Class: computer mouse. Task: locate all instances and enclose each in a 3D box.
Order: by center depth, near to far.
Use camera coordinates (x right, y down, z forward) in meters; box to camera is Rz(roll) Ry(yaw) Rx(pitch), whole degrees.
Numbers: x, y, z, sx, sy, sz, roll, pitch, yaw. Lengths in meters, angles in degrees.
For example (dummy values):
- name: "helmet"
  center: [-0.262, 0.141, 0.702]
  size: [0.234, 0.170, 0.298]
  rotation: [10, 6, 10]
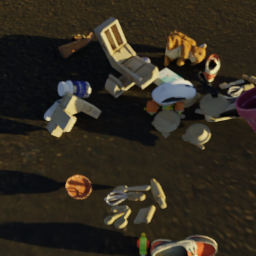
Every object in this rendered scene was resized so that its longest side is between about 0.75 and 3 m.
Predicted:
- name: "computer mouse"
  center: [2.000, -1.396, 10.106]
  size: [2.308, 0.506, 1.266]
  rotation: [-13, 58, -10]

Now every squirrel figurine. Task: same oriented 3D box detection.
- name: "squirrel figurine"
  center: [2.617, -3.643, 12.735]
  size: [1.736, 1.316, 1.860]
  rotation: [8, 50, 6]

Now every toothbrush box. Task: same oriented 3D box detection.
- name: "toothbrush box"
  center: [1.720, -1.990, 11.922]
  size: [0.758, 0.441, 1.035]
  rotation: [-33, 57, -25]

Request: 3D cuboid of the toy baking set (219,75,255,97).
- name: "toy baking set"
  center: [5.043, -1.639, 11.729]
  size: [2.161, 0.251, 1.658]
  rotation: [32, 56, 24]

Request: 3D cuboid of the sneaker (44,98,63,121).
- name: "sneaker"
  center: [-2.805, -0.764, 10.864]
  size: [0.455, 0.479, 1.190]
  rotation: [35, 60, 13]

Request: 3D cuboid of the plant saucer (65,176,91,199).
- name: "plant saucer"
  center: [-1.546, 1.853, 8.702]
  size: [0.796, 0.128, 0.796]
  rotation: [13, 46, -13]

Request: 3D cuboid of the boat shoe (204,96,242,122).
- name: "boat shoe"
  center: [4.200, -0.733, 10.543]
  size: [2.788, 0.992, 0.872]
  rotation: [-4, 53, 0]

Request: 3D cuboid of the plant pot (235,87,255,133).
- name: "plant pot"
  center: [4.605, -0.523, 9.538]
  size: [1.512, 1.353, 1.512]
  rotation: [-28, 23, 13]

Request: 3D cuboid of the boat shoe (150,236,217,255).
- name: "boat shoe"
  center: [1.477, 3.244, 7.385]
  size: [1.777, 0.556, 0.633]
  rotation: [-2, 87, 3]

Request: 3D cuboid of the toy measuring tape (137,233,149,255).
- name: "toy measuring tape"
  center: [0.403, 3.339, 7.582]
  size: [0.366, 0.366, 0.994]
  rotation: [2, 50, 2]

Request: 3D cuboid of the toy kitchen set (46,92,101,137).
- name: "toy kitchen set"
  center: [-1.864, -0.206, 10.192]
  size: [1.262, 1.396, 1.547]
  rotation: [37, 98, 48]

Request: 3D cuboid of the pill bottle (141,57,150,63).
- name: "pill bottle"
  center: [0.716, -2.654, 12.402]
  size: [0.544, 0.544, 0.973]
  rotation: [-2, 51, -1]

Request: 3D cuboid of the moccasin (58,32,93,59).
- name: "moccasin"
  center: [-2.496, -4.091, 13.395]
  size: [1.982, 0.765, 0.725]
  rotation: [-40, 23, -23]

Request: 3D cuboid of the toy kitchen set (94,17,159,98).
- name: "toy kitchen set"
  center: [-0.406, -2.658, 11.112]
  size: [1.895, 2.096, 2.323]
  rotation: [-40, 50, -9]

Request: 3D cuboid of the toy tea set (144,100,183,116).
- name: "toy tea set"
  center: [1.374, -0.721, 10.716]
  size: [1.505, 0.557, 0.895]
  rotation: [14, 21, 41]

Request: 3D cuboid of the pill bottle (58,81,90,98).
- name: "pill bottle"
  center: [-2.154, -1.527, 11.154]
  size: [1.154, 0.668, 0.668]
  rotation: [-5, 45, -39]

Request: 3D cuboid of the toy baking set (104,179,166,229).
- name: "toy baking set"
  center: [0.123, 1.966, 7.822]
  size: [1.743, 0.264, 2.271]
  rotation: [-20, 17, 4]

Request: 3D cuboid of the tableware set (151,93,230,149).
- name: "tableware set"
  center: [2.309, -0.516, 10.415]
  size: [2.171, 0.302, 2.599]
  rotation: [27, 71, 32]

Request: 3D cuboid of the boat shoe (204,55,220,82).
- name: "boat shoe"
  center: [3.748, -2.793, 12.513]
  size: [0.635, 0.558, 1.784]
  rotation: [17, 51, 16]
